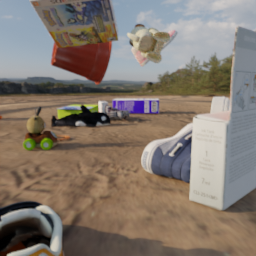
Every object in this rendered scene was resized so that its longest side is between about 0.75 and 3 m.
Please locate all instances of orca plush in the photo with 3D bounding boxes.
[{"bbox_3d":[-2.028,-0.552,12.019,2.506,0.891,1.319,1,9,5],"label":"orca plush"}]

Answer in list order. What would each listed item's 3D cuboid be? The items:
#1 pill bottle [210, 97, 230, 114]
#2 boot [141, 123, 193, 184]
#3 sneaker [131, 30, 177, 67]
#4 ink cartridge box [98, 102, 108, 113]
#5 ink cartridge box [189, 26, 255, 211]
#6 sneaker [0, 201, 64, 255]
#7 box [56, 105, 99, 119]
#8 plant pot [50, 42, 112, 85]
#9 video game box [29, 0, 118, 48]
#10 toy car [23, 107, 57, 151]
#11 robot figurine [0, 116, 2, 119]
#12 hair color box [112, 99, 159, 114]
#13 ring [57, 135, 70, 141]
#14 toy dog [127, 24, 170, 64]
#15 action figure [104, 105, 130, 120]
[{"bbox_3d":[3.812,-0.234,7.841,2.820,1.561,1.561,5,10,22],"label":"pill bottle"},{"bbox_3d":[1.440,0.533,5.901,1.085,0.874,2.402,15,25,40],"label":"boot"},{"bbox_3d":[1.056,-3.719,12.028,2.112,1.104,0.795,-40,10,6],"label":"sneaker"},{"bbox_3d":[-1.498,-1.215,16.779,0.404,0.693,0.957,-3,9,-16],"label":"ink cartridge box"},{"bbox_3d":[2.134,-0.235,4.890,0.632,2.520,2.904,9,13,44],"label":"ink cartridge box"},{"bbox_3d":[-1.035,1.030,2.665,0.761,0.770,1.940,-7,10,-31],"label":"sneaker"},{"bbox_3d":[-2.547,-0.826,14.555,1.594,0.623,2.614,1,9,6],"label":"box"},{"bbox_3d":[-2.186,-3.347,12.612,2.256,2.320,2.320,11,5,-21],"label":"plant pot"},{"bbox_3d":[-1.583,-3.563,8.981,2.269,0.583,2.491,-4,-16,5],"label":"video game box"},{"bbox_3d":[-2.481,-0.019,7.911,0.901,1.142,0.938,-1,9,-5],"label":"toy car"},{"bbox_3d":[-6.838,-0.781,13.957,0.916,0.742,1.273,-5,10,-15],"label":"robot figurine"},{"bbox_3d":[0.502,-1.328,16.963,2.737,0.887,1.496,-1,8,6],"label":"hair color box"},{"bbox_3d":[-2.281,0.341,9.088,0.760,0.073,0.760,-1,9,0],"label":"ring"},{"bbox_3d":[0.457,-2.601,8.417,1.264,0.909,1.303,2,29,-18],"label":"toy dog"},{"bbox_3d":[-0.590,-0.692,13.914,1.223,0.652,1.879,4,11,-21],"label":"action figure"}]
